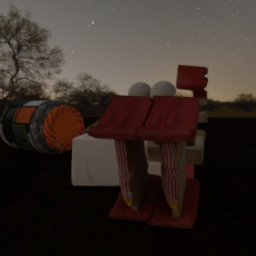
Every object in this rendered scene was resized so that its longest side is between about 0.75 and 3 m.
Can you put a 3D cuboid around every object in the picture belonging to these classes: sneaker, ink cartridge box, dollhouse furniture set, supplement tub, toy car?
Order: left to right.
[{"bbox_3d":[-2.274,-0.036,7.328,2.225,1.363,1.363,4,6,40],"label":"supplement tub"},{"bbox_3d":[-1.038,0.101,9.235,0.960,0.521,0.337,-33,11,-9],"label":"sneaker"},{"bbox_3d":[0.088,0.456,4.508,1.746,0.723,1.279,0,4,4],"label":"ink cartridge box"},{"bbox_3d":[1.098,-0.672,13.123,2.932,2.566,2.199,3,39,34],"label":"toy car"},{"bbox_3d":[0.424,-0.054,3.205,0.850,1.124,2.089,3,33,18],"label":"dollhouse furniture set"}]
